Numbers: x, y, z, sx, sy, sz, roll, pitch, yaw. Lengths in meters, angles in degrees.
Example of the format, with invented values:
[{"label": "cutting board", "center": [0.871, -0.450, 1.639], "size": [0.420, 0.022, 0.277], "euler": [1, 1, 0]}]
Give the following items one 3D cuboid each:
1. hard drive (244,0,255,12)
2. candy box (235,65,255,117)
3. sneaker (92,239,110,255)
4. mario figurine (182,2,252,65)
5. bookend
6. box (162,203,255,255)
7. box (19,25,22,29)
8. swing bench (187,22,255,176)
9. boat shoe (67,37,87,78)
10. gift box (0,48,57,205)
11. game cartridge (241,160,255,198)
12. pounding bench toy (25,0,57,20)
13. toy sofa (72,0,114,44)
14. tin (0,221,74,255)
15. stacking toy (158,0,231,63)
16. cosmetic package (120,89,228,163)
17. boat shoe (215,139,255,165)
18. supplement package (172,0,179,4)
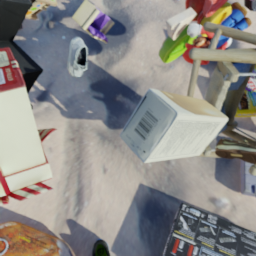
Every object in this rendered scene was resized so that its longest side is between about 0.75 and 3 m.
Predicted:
[{"label": "hard drive", "center": [3.426, -3.098, 6.754], "size": [1.045, 0.283, 1.496], "euler": [-3, 28, 18]}, {"label": "candy box", "center": [4.024, -1.457, 9.645], "size": [1.260, 0.326, 2.465], "euler": [0, 58, -3]}, {"label": "sneaker", "center": [-0.609, 3.355, 6.443], "size": [0.548, 0.640, 1.545], "euler": [-9, 58, -4]}, {"label": "mario figurine", "center": [2.017, -2.263, 6.814], "size": [1.700, 0.901, 1.049], "euler": [-38, 99, 13]}, {"label": "bookend", "center": [-3.005, -2.082, 6.668], "size": [2.621, 2.637, 1.215], "euler": [43, 26, 4]}, {"label": "box", "center": [2.114, 3.192, 6.546], "size": [2.531, 0.630, 1.996], "euler": [19, 60, 12]}, {"label": "box", "center": [-5.061, -4.795, 11.341], "size": [1.145, 0.995, 1.734], "euler": [-16, 58, -8]}, {"label": "swing bench", "center": [2.515, -0.506, 5.862], "size": [2.626, 2.612, 1.703], "euler": [15, 43, 15]}, {"label": "boat shoe", "center": [-0.981, -1.304, 5.559], "size": [0.339, 0.972, 0.346], "euler": [-26, 63, -27]}, {"label": "gift box", "center": [-2.646, 0.075, 5.342], "size": [2.554, 2.385, 2.357], "euler": [-13, 38, -17]}, {"label": "game cartridge", "center": [4.453, 1.321, 7.865], "size": [2.477, 0.475, 1.605], "euler": [10, 54, 6]}, {"label": "pounding bench toy", "center": [-3.193, -4.374, 8.855], "size": [1.154, 0.919, 1.480], "euler": [-19, 93, 27]}, {"label": "toy sofa", "center": [-0.911, -3.122, 8.365], "size": [0.796, 1.630, 0.675], "euler": [44, 105, 3]}, {"label": "tin", "center": [-2.397, 3.159, 6.686], "size": [2.405, 0.504, 1.347], "euler": [18, 55, 11]}, {"label": "stacking toy", "center": [1.646, -3.286, 7.510], "size": [2.706, 2.989, 1.263], "euler": [-38, 80, -3]}, {"label": "cosmetic package", "center": [0.852, -0.018, 4.782], "size": [1.864, 0.981, 0.663], "euler": [3, 37, -51]}, {"label": "boat shoe", "center": [2.171, 0.389, 5.171], "size": [1.050, 0.388, 0.388], "euler": [11, 54, 21]}, {"label": "supplement package", "center": [1.482, -4.618, 9.169], "size": [0.480, 0.462, 0.844], "euler": [-37, 90, 8]}]
